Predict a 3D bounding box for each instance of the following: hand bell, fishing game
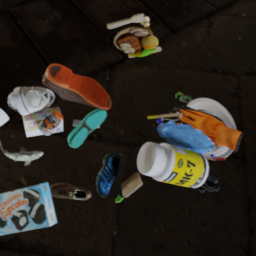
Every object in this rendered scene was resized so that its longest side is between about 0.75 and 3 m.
[{"bbox_3d":[0.758,-3.817,10.704,0.396,0.396,0.761,-17,69,-10],"label":"hand bell"},{"bbox_3d":[1.825,0.274,8.900,2.638,1.889,0.410,38,65,-27],"label":"fishing game"}]

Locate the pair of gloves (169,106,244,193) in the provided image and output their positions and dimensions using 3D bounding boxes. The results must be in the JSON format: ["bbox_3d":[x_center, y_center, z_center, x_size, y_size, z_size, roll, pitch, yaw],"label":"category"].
[{"bbox_3d":[2.195,0.745,9.370,2.517,2.825,0.349,29,33,25],"label":"pair of gloves"}]

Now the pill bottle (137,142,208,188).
[{"bbox_3d":[1.348,1.121,8.532,2.013,1.150,1.150,16,54,-28],"label":"pill bottle"}]

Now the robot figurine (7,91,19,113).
[{"bbox_3d":[-4.191,-0.955,10.802,0.863,1.149,0.717,18,80,1],"label":"robot figurine"}]

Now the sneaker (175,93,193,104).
[{"bbox_3d":[2.325,-1.195,11.697,0.801,0.312,0.341,25,32,22],"label":"sneaker"}]

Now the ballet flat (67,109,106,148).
[{"bbox_3d":[-1.276,-0.050,8.294,1.472,0.496,0.518,-49,35,-14],"label":"ballet flat"}]

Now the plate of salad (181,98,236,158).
[{"bbox_3d":[2.739,0.033,9.537,0.526,2.189,2.189,-22,60,-35],"label":"plate of salad"}]

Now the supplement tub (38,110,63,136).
[{"bbox_3d":[-2.743,-0.183,9.945,0.857,0.525,0.525,-46,65,11],"label":"supplement tub"}]

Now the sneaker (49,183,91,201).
[{"bbox_3d":[-1.985,2.164,9.505,1.450,0.548,0.511,7,79,-7],"label":"sneaker"}]

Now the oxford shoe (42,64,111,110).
[{"bbox_3d":[-1.823,-1.343,10.167,2.627,0.958,0.936,30,54,-23],"label":"oxford shoe"}]

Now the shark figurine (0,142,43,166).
[{"bbox_3d":[-3.907,0.870,9.979,1.483,0.886,0.619,15,47,-35],"label":"shark figurine"}]

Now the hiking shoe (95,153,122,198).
[{"bbox_3d":[-0.678,1.628,9.790,0.688,0.591,1.587,-14,57,43],"label":"hiking shoe"}]

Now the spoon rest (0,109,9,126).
[{"bbox_3d":[-4.915,-0.720,9.197,2.185,0.662,1.086,19,47,21],"label":"spoon rest"}]

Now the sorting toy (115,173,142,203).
[{"bbox_3d":[-0.013,2.042,9.415,1.132,0.837,0.167,-39,107,3],"label":"sorting toy"}]

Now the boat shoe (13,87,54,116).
[{"bbox_3d":[-3.252,-1.033,10.016,0.885,2.693,0.969,-15,94,0],"label":"boat shoe"}]

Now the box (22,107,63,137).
[{"bbox_3d":[-3.214,-0.231,10.554,1.366,0.692,0.768,-9,36,-20],"label":"box"}]

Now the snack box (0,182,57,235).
[{"bbox_3d":[-3.264,2.509,8.597,2.140,0.397,1.243,-17,84,22],"label":"snack box"}]

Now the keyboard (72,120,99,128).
[{"bbox_3d":[-1.692,-0.162,11.347,1.089,0.058,0.306,4,53,3],"label":"keyboard"}]

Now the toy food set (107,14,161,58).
[{"bbox_3d":[0.308,-3.487,11.521,1.798,2.604,0.523,-9,71,21],"label":"toy food set"}]
